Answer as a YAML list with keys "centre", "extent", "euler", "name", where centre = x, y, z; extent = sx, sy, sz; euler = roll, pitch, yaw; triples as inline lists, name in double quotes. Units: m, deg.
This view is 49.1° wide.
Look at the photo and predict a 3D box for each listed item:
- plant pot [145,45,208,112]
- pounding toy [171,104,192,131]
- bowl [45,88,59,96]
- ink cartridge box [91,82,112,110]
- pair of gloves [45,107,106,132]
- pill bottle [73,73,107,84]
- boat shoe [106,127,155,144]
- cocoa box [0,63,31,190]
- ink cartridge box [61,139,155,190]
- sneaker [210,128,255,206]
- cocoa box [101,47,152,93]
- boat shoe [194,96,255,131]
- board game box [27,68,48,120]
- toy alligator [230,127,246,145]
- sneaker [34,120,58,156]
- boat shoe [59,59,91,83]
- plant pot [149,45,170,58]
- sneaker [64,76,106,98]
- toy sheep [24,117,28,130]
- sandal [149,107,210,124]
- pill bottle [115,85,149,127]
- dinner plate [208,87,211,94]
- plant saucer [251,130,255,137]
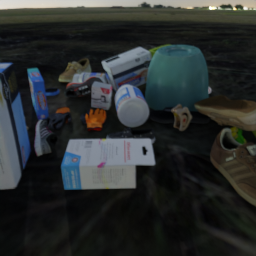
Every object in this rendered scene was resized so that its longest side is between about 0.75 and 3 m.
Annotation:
- centre: [2.139, -2.279, 12.290]
  extent: [2.886, 2.316, 2.886]
  euler: [-3, 31, 2]
  name: "plant pot"
- centre: [1.861, -0.373, 10.392]
  extent: [0.707, 1.237, 0.710]
  euler: [-50, 49, -7]
  name: "pounding toy"
- centre: [-3.874, -1.818, 14.065]
  extent: [0.795, 0.156, 0.795]
  euler: [0, 27, 0]
  name: "bowl"
- centre: [-1.140, -1.352, 11.971]
  extent: [0.778, 1.071, 0.447]
  euler: [12, 38, 6]
  name: "ink cartridge box"
- centre: [-2.036, -0.406, 11.095]
  extent: [2.353, 0.291, 2.097]
  euler: [-1, 27, 0]
  name: "pair of gloves"
- centre: [-1.953, -2.364, 14.335]
  extent: [1.605, 0.899, 0.899]
  euler: [5, 27, 12]
  name: "pill bottle"
- centre: [0.090, 0.225, 9.508]
  extent: [1.660, 0.550, 0.580]
  euler: [2, 26, 7]
  name: "boat shoe"
- centre: [-3.938, -0.069, 7.416]
  extent: [1.952, 2.927, 1.921]
  euler: [-3, 27, -5]
  name: "cocoa box"
- centre: [-0.506, 0.961, 7.724]
  extent: [2.370, 0.804, 1.365]
  euler: [-1, 29, 0]
  name: "ink cartridge box"
- centre: [3.148, 1.015, 7.275]
  extent: [1.025, 1.099, 2.910]
  euler: [-8, 27, -22]
  name: "sneaker"
- centre: [0.051, -2.945, 14.309]
  extent: [2.235, 1.467, 1.491]
  euler: [-24, 31, -10]
  name: "cocoa box"
- centre: [3.456, -0.516, 10.261]
  extent: [1.061, 0.960, 2.976]
  euler: [-24, 18, -12]
  name: "boat shoe"
- centre: [-3.808, -1.477, 11.786]
  extent: [0.470, 1.589, 2.089]
  euler: [-11, 29, -21]
  name: "board game box"
- centre: [3.528, 0.330, 9.369]
  extent: [0.572, 0.625, 2.109]
  euler: [-35, 8, 30]
  name: "toy alligator"
- centre: [-2.680, 0.303, 9.252]
  extent: [0.697, 0.588, 1.594]
  euler: [-3, 37, -11]
  name: "sneaker"
- centre: [-3.114, -3.373, 16.275]
  extent: [1.065, 0.956, 2.879]
  euler: [8, 28, 16]
  name: "boat shoe"
- centre: [2.247, -3.268, 14.649]
  extent: [1.817, 1.649, 1.808]
  euler: [24, 38, 38]
  name: "plant pot"
- centre: [-2.056, -1.761, 13.160]
  extent: [2.211, 0.852, 0.906]
  euler: [-10, 33, 27]
  name: "sneaker"
- centre: [-4.258, -0.296, 10.226]
  extent: [1.349, 0.930, 0.930]
  euler: [37, 30, -4]
  name: "toy sheep"
- centre: [2.043, -0.587, 11.188]
  extent: [2.388, 0.511, 0.908]
  euler: [0, 26, 1]
  name: "sandal"
- centre: [0.082, -0.989, 11.232]
  extent: [1.202, 1.202, 2.142]
  euler: [-3, 27, -5]
  name: "pill bottle"
- centre: [3.016, -1.878, 14.062]
  extent: [2.219, 0.269, 2.219]
  euler: [-1, 26, 0]
  name: "dinner plate"
- centre: [5.698, -0.196, 10.351]
  extent: [2.335, 0.559, 2.332]
  euler: [1, 27, 3]
  name: "plant saucer"
